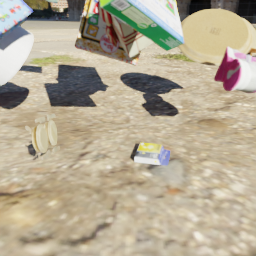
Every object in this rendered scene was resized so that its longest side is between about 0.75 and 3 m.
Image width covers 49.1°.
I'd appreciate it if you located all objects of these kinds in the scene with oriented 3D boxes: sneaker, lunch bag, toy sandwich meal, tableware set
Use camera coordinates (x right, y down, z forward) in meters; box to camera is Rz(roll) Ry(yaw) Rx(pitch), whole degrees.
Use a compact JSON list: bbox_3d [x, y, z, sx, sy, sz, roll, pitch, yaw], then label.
[{"bbox_3d":[2.691,-1.287,6.608,0.940,0.867,2.131,15,29,-1],"label":"sneaker"},{"bbox_3d":[-2.722,-2.512,5.602,0.564,1.199,0.903,-8,38,54],"label":"lunch bag"},{"bbox_3d":[2.744,-2.751,8.847,2.542,0.870,2.542,-3,62,5],"label":"toy sandwich meal"},{"bbox_3d":[-1.146,0.106,3.794,0.165,0.544,0.823,-7,7,3],"label":"tableware set"}]

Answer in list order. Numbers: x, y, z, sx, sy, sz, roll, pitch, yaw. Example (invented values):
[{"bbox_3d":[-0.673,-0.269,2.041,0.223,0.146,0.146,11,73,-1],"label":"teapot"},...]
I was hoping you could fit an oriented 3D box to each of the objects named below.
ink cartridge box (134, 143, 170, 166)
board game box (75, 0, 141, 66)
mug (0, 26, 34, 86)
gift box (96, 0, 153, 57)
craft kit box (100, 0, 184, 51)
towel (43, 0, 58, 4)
[{"bbox_3d":[0.613,0.627,6.865,0.788,0.185,0.779,4,24,13],"label":"ink cartridge box"},{"bbox_3d":[-0.334,-3.514,8.673,2.015,2.661,0.616,16,8,-5],"label":"board game box"},{"bbox_3d":[-3.528,-2.122,6.728,1.995,1.598,1.638,18,-11,48],"label":"mug"},{"bbox_3d":[0.057,-2.959,6.981,1.631,1.612,1.747,-31,65,-1],"label":"gift box"},{"bbox_3d":[0.188,-2.313,4.377,0.427,1.738,1.760,-14,-15,35],"label":"craft kit box"},{"bbox_3d":[-2.738,-4.418,8.314,1.459,1.070,0.158,13,22,0],"label":"towel"}]
